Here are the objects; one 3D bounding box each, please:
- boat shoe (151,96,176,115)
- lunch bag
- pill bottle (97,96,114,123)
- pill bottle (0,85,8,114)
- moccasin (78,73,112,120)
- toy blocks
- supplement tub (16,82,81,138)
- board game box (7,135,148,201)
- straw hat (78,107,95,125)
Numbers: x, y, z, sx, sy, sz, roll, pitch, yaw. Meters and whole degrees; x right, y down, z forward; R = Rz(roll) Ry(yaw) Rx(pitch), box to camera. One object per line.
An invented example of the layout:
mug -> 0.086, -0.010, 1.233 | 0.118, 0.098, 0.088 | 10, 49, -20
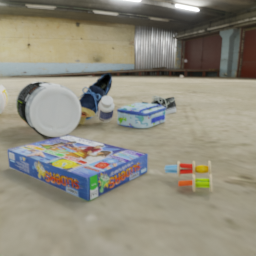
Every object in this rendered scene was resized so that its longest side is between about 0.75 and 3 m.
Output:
boat shoe -> 1.473, -1.054, 13.194 | 0.954, 0.883, 2.585 | 12, 18, 44
lunch bag -> 0.584, -0.512, 11.151 | 1.509, 0.774, 1.878 | 12, 18, 33
pill bottle -> -0.885, -0.756, 11.180 | 0.620, 1.118, 0.620 | 5, 56, -7
pill bottle -> -6.179, -1.194, 12.215 | 1.600, 1.600, 2.838 | -4, 14, -18
moccasin -> -1.563, -1.580, 12.680 | 1.132, 0.959, 2.813 | 23, 49, -1
toy blocks -> 1.153, 0.938, 5.472 | 0.911, 0.331, 0.759 | -3, 28, 15
supplement tub -> -2.917, -0.736, 9.861 | 1.737, 1.737, 2.834 | -7, 15, -30
board game box -> -1.158, 0.729, 6.262 | 2.666, 0.459, 1.805 | 10, 16, 38
straw hat -> -1.924, -0.414, 11.072 | 1.261, 0.534, 1.261 | 12, 17, -4
